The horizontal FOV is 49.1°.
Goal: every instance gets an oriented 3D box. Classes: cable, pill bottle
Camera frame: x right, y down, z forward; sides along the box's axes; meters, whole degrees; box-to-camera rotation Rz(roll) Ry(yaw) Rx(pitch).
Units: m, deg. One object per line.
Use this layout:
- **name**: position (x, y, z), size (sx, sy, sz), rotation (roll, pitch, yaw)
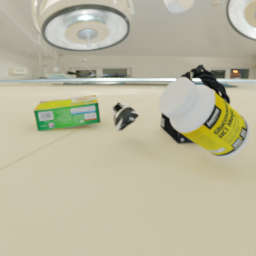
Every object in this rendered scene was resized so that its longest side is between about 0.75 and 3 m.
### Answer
- **cable**: position (2.417, -0.933, 8.712), size (1.628, 1.995, 0.507), rotation (-37, 9, -33)
- **pill bottle**: position (1.927, -0.251, 7.149), size (2.326, 1.308, 1.308), rotation (31, -3, -29)

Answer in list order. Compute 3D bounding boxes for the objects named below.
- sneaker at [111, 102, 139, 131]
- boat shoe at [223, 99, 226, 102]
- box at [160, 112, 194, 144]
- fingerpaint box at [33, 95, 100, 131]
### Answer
- **sneaker**: position (-0.233, -0.407, 8.687), size (0.788, 0.855, 2.138), rotation (-34, -1, -6)
- **boat shoe**: position (2.962, -0.477, 8.686), size (0.289, 0.844, 0.316), rotation (-10, 17, 40)
- **box**: position (2.268, -0.184, 10.258), size (1.642, 0.917, 2.326), rotation (1, 14, -9)
- **fingerpaint box**: position (-2.507, -0.676, 11.873), size (2.508, 0.920, 2.092), rotation (-8, 16, -8)
